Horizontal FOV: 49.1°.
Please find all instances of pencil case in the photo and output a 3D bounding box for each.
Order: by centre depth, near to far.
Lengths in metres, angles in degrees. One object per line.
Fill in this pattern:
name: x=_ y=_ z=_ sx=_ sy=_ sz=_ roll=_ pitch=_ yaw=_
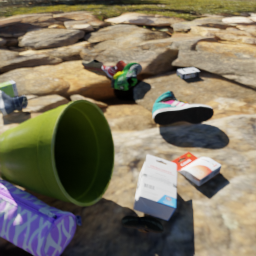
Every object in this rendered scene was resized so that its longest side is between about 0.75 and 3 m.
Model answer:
pencil case: x=-2.553 y=2.045 z=6.607 sx=2.765 sy=1.182 sz=1.160 roll=15 pitch=40 yaw=23

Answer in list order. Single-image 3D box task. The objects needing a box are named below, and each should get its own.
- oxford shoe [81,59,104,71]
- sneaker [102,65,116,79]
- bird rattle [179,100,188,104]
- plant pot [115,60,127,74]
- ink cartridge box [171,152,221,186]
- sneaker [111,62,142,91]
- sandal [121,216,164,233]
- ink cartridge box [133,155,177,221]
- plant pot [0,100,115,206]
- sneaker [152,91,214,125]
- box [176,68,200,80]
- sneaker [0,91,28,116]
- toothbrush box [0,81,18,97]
oxford shoe: x=-2.008 y=-3.670 z=15.863 sx=1.535 sy=0.574 sz=0.541 roll=16 pitch=37 yaw=23
sneaker: x=-0.987 y=-3.159 z=14.871 sx=0.387 sy=0.611 sz=1.087 roll=-3 pitch=41 yaw=-41
bird rattle: x=2.486 y=-0.971 z=11.911 sx=0.873 sy=0.492 sz=0.712 roll=2 pitch=17 yaw=-2
plant pot: x=-0.217 y=-3.107 z=14.940 sx=0.737 sy=0.758 sz=0.758 roll=34 pitch=45 yaw=29
ink cartridge box: x=2.074 y=1.149 z=8.761 sx=1.045 sy=0.323 sz=1.288 roll=-23 pitch=43 yaw=-32
sneaker: x=0.117 y=-2.487 z=13.965 sx=0.979 sy=0.897 sz=2.298 roll=23 pitch=48 yaw=20
sandal: x=0.343 y=2.403 z=6.851 sx=1.041 sy=0.284 sz=0.426 roll=5 pitch=31 yaw=-2
ink cartridge box: x=0.782 y=1.574 z=7.676 sx=0.979 sy=0.573 sz=1.688 roll=19 pitch=35 yaw=-1
plant pot: x=-2.093 y=0.713 z=7.557 sx=2.531 sy=2.629 sz=2.629 roll=-6 pitch=28 yaw=27
sneaker: x=2.076 y=-0.830 z=11.227 sx=2.402 sy=1.004 sz=1.450 roll=-2 pitch=40 yaw=-6
box: x=3.190 y=-2.907 z=14.937 sx=1.054 sy=0.317 sz=0.615 roll=-12 pitch=35 yaw=-19
sneaker: x=-4.897 y=-1.185 z=11.967 sx=1.116 sy=0.587 sz=1.545 roll=-22 pitch=48 yaw=-13
toothbrush box: x=-5.566 y=-1.695 z=12.784 sx=0.893 sy=0.650 sz=0.384 roll=-27 pitch=42 yaw=-33
